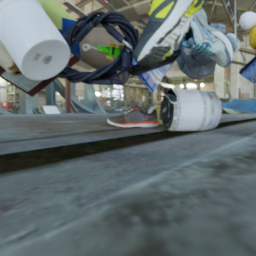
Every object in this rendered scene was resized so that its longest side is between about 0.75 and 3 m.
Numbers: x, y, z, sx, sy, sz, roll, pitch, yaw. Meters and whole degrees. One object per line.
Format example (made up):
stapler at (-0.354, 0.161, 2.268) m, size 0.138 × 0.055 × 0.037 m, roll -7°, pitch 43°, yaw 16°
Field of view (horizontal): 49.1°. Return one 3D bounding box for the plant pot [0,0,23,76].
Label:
plant pot at (-2.869, -2.222, 6.733) m, size 1.756 × 1.607 × 1.756 m, roll -41°, pitch -1°, yaw 0°

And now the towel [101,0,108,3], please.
towel at (-1.429, -3.375, 6.335) m, size 1.843 × 0.207 × 1.333 m, roll 14°, pitch 17°, yaw -40°

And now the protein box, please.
protein box at (-2.883, -2.637, 8.896) m, size 2.226 × 2.210 × 1.502 m, roll -31°, pitch -41°, yaw 21°

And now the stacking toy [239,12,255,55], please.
stacking toy at (4.549, -2.858, 9.143) m, size 2.399 × 1.753 × 1.753 m, roll 47°, pitch 19°, yaw 14°

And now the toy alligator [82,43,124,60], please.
toy alligator at (-0.488, -1.984, 7.207) m, size 1.344 × 0.398 × 0.365 m, roll 10°, pitch 20°, yaw -1°

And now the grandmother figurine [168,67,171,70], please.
grandmother figurine at (1.409, -2.849, 12.671) m, size 1.121 × 0.680 × 0.339 m, roll 19°, pitch 20°, yaw 23°

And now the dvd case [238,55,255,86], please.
dvd case at (4.168, -1.662, 8.084) m, size 1.699 × 1.212 × 0.149 m, roll 22°, pitch 35°, yaw -30°

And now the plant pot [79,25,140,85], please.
plant pot at (-0.822, -3.093, 11.198) m, size 2.034 × 2.333 × 2.333 m, roll 17°, pitch 8°, yaw 12°

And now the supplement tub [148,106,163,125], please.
supplement tub at (1.875, -0.691, 15.039) m, size 1.421 × 1.026 × 1.026 m, roll 3°, pitch 5°, yaw 35°

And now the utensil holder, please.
utensil holder at (-1.862, -1.712, 5.447) m, size 1.081 × 1.271 × 1.081 m, roll -32°, pitch -21°, yaw -14°

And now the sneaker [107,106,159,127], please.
sneaker at (0.217, -0.537, 13.018) m, size 2.411 × 0.987 × 0.929 m, roll 1°, pitch 4°, yaw 9°

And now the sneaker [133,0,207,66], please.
sneaker at (0.711, -2.101, 5.075) m, size 0.889 × 2.101 × 0.782 m, roll 46°, pitch 19°, yaw 22°

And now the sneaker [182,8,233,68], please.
sneaker at (1.995, -2.424, 7.868) m, size 2.242 × 0.968 × 0.870 m, roll 43°, pitch -22°, yaw -14°

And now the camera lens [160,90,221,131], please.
camera lens at (2.272, -0.647, 10.531) m, size 1.937 × 1.550 × 1.550 m, roll 0°, pitch 4°, yaw -11°

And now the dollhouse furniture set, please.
dollhouse furniture set at (1.229, -2.527, 12.210) m, size 1.617 × 1.600 × 0.833 m, roll 23°, pitch 18°, yaw -46°

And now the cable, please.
cable at (-0.880, -1.910, 6.706) m, size 2.186 × 1.784 × 0.555 m, roll 6°, pitch 0°, yaw 20°

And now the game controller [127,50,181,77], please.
game controller at (0.736, -1.851, 7.875) m, size 1.543 × 0.325 × 0.805 m, roll -22°, pitch -5°, yaw -12°

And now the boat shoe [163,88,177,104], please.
boat shoe at (1.302, -1.068, 8.633) m, size 0.301 × 0.267 × 0.807 m, roll -2°, pitch 39°, yaw -13°

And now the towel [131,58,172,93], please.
towel at (0.804, -2.158, 9.353) m, size 0.217 × 1.338 × 1.821 m, roll -19°, pitch 27°, yaw 44°

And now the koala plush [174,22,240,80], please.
koala plush at (2.699, -2.797, 9.813) m, size 2.041 × 2.115 × 2.301 m, roll -2°, pitch 7°, yaw -5°
